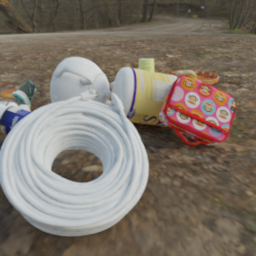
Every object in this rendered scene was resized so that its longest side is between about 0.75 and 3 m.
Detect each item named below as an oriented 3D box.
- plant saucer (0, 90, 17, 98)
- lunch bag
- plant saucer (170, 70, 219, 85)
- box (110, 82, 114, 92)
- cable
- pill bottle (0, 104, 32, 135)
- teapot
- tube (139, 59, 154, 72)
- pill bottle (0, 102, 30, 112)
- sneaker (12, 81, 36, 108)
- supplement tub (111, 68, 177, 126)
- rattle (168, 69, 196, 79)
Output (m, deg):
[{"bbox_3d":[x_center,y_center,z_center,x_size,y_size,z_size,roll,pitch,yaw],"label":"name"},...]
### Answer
[{"bbox_3d":[-5.393,-1.588,12.896,0.947,0.177,0.947,-1,23,0],"label":"plant saucer"},{"bbox_3d":[1.948,-0.384,8.064,2.027,1.785,0.830,24,-15,-4],"label":"lunch bag"},{"bbox_3d":[3.562,-2.673,15.134,2.543,0.411,2.543,0,24,0],"label":"plant saucer"},{"bbox_3d":[-0.009,-1.960,12.733,0.956,0.796,2.327,-8,19,18],"label":"box"},{"bbox_3d":[-0.977,0.644,5.355,2.716,0.940,2.716,-16,60,-25],"label":"cable"},{"bbox_3d":[-3.141,-0.146,7.906,1.454,0.841,0.841,19,26,8],"label":"pill bottle"},{"bbox_3d":[-1.441,-1.309,9.668,1.715,2.317,2.348,12,32,20],"label":"teapot"},{"bbox_3d":[0.689,-1.456,10.186,0.599,2.063,0.536,12,20,38],"label":"tube"},{"bbox_3d":[-4.079,-0.363,9.057,1.614,0.935,0.935,1,23,-2],"label":"pill bottle"},{"bbox_3d":[-3.841,-1.294,10.693,0.881,0.750,1.932,-55,17,-13],"label":"sneaker"},{"bbox_3d":[0.773,-0.960,9.188,2.368,1.721,1.721,7,21,-17],"label":"supplement tub"},{"bbox_3d":[2.105,-1.834,10.970,1.164,0.832,0.758,12,-18,-19],"label":"rattle"}]
